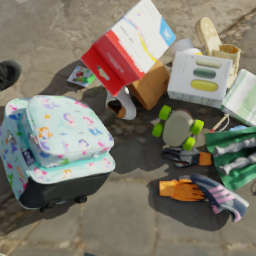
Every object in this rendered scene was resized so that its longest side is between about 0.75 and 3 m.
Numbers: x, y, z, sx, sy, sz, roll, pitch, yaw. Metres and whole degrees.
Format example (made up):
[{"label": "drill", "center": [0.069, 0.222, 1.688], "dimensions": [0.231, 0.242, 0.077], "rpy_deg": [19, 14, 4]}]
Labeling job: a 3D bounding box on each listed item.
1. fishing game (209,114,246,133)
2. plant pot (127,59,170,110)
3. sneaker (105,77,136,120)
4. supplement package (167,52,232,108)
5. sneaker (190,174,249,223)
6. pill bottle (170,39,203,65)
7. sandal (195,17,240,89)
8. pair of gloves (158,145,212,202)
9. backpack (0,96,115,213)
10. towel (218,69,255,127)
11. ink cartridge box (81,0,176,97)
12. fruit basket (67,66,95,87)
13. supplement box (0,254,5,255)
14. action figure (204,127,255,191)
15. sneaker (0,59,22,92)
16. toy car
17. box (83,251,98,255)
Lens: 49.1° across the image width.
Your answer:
[{"label": "fishing game", "center": [3.326, 0.668, 8.101], "dimensions": [2.216, 0.345, 1.587], "rpy_deg": [45, 68, 9]}, {"label": "plant pot", "center": [0.587, -1.473, 8.526], "dimensions": [1.081, 1.545, 1.545], "rpy_deg": [-38, 65, 1]}, {"label": "sneaker", "center": [-0.422, -1.043, 8.762], "dimensions": [0.768, 0.661, 1.815], "rpy_deg": [0, 48, -40]}, {"label": "supplement package", "center": [1.980, -1.326, 7.858], "dimensions": [1.482, 1.117, 1.125], "rpy_deg": [13, 88, 13]}, {"label": "sneaker", "center": [2.253, 1.797, 7.229], "dimensions": [1.626, 0.570, 0.667], "rpy_deg": [30, 76, 11]}, {"label": "pill bottle", "center": [2.023, -1.899, 8.977], "dimensions": [0.986, 0.986, 1.773], "rpy_deg": [-21, 82, -12]}, {"label": "sandal", "center": [3.041, -2.340, 8.745], "dimensions": [0.933, 0.837, 2.544], "rpy_deg": [-41, 106, -28]}, {"label": "pair of gloves", "center": [1.615, 1.238, 7.856], "dimensions": [1.486, 0.206, 1.667], "rpy_deg": [8, 61, 4]}, {"label": "backpack", "center": [-1.900, 0.345, 7.090], "dimensions": [2.462, 2.088, 2.774], "rpy_deg": [-4, 43, -45]}, {"label": "towel", "center": [3.985, -0.725, 8.532], "dimensions": [2.012, 0.309, 1.501], "rpy_deg": [32, 87, 8]}, {"label": "ink cartridge box", "center": [0.061, -2.111, 7.301], "dimensions": [1.390, 0.804, 2.392], "rpy_deg": [48, 61, -20]}, {"label": "fruit basket", "center": [-1.572, -1.785, 9.535], "dimensions": [0.786, 0.369, 0.728], "rpy_deg": [22, 62, 12]}, {"label": "supplement box", "center": [-3.059, 3.466, 5.668], "dimensions": [1.193, 1.776, 1.778], "rpy_deg": [13, 61, 8]}, {"label": "action figure", "center": [3.761, 0.476, 7.649], "dimensions": [2.898, 0.793, 1.712], "rpy_deg": [-18, 83, -7]}, {"label": "sneaker", "center": [-4.350, -1.075, 8.456], "dimensions": [2.507, 0.753, 1.308], "rpy_deg": [-30, 30, 10]}, {"label": "toy car", "center": [1.558, -0.177, 8.260], "dimensions": [1.180, 1.133, 1.436], "rpy_deg": [26, 30, 11]}, {"label": "box", "center": [-0.840, 3.407, 5.674], "dimensions": [0.399, 1.834, 1.469], "rpy_deg": [14, 60, 8]}]
